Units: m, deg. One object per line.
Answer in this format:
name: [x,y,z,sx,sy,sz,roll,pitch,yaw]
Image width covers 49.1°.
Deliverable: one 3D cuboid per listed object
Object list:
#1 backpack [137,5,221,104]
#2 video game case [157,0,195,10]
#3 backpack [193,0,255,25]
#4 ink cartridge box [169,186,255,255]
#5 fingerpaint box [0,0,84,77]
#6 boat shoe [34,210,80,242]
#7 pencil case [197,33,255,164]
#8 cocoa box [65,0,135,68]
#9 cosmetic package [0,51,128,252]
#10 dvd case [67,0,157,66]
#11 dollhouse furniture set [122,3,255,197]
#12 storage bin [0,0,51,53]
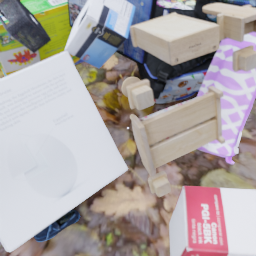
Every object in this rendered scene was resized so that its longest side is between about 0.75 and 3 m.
backpack: [1.595,-2.118,8.501,2.697,2.181,2.831,-13,67,-4]
video game case: [2.704,-4.453,11.028,2.404,0.475,2.652,-25,51,-34]
backpack: [2.846,-3.093,5.844,2.531,1.860,2.316,17,63,11]
ink cartridge box: [2.284,2.104,5.268,2.781,2.041,1.153,3,52,2]
fingerpaint box: [-2.905,-2.816,8.978,2.734,2.281,1.003,-28,57,-20]
boat shoe: [-1.638,2.131,6.321,1.073,0.368,0.451,-32,58,-22]
pencil case: [1.941,-0.668,5.253,1.131,2.645,1.110,28,15,39]
cocoa box: [-0.644,-2.176,6.218,0.942,1.435,0.957,23,65,-23]
cosmetic package: [-2.037,0.348,5.954,2.809,2.818,1.732,-32,15,-24]
dvd case: [-0.518,-2.849,6.924,2.595,1.851,0.228,32,56,18]
dollhouse furniture set: [0.927,-0.462,4.508,2.082,2.442,1.192,-22,35,-11]
storage bin: [-2.582,-2.541,6.955,0.598,1.276,0.863,-36,79,5]
